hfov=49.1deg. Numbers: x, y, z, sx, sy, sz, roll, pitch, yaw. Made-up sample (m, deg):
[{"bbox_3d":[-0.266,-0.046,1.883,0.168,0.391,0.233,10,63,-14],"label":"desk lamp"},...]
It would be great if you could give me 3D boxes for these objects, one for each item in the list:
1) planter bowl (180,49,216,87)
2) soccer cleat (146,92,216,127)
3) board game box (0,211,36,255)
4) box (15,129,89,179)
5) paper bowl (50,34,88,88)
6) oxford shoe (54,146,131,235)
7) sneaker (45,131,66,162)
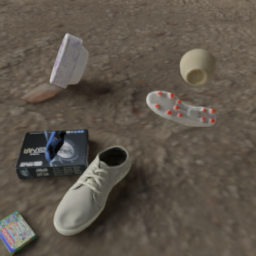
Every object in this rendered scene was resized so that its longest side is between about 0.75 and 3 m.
[{"bbox_3d":[1.905,-1.546,7.693,0.998,0.998,0.672,8,46,10],"label":"planter bowl"},{"bbox_3d":[1.517,-0.453,8.260,2.226,0.863,0.771,16,75,-12],"label":"soccer cleat"},{"bbox_3d":[-2.710,2.472,6.669,0.623,0.135,0.926,-31,49,-33],"label":"board game box"},{"bbox_3d":[-2.225,0.748,8.543,2.007,0.437,1.608,-3,39,-3],"label":"box"},{"bbox_3d":[-2.350,-2.631,11.423,1.092,2.099,2.099,19,35,-20],"label":"paper bowl"},{"bbox_3d":[-0.883,1.464,7.363,1.102,0.846,2.930,24,47,22],"label":"oxford shoe"},{"bbox_3d":[-1.780,0.428,6.934,0.343,0.309,0.881,-7,53,17],"label":"sneaker"}]
